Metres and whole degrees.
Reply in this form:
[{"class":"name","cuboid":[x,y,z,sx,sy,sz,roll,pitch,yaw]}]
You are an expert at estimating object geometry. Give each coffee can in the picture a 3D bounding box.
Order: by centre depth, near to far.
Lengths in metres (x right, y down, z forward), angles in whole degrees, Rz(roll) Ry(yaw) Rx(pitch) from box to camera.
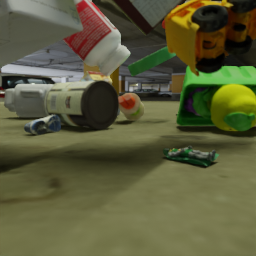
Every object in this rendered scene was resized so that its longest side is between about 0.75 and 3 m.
[{"class":"coffee can","cuboid":[-1.347,-0.681,8.012,1.784,1.306,1.306,6,9,41]}]

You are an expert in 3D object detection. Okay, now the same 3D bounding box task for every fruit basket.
[{"class":"fruit basket","cuboid":[2.665,-0.574,7.562,2.658,1.917,2.658,1,50,-1]}]

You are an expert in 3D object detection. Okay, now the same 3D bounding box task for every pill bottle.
[{"class":"pill bottle","cuboid":[-1.331,-3.258,9.789,1.623,2.892,1.623,-43,6,6]}]

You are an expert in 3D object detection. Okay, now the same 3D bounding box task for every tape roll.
[{"class":"tape roll","cuboid":[0.867,-2.508,10.455,1.796,0.432,1.796,-26,12,6]}]

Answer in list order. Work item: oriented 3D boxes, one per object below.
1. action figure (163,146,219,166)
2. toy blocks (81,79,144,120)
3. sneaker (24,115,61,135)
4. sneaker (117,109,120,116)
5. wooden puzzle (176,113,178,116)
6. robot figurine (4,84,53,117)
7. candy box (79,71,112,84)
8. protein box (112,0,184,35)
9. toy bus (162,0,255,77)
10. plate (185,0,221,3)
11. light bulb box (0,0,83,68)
[{"class":"action figure","cuboid":[0.819,0.368,3.929,0.768,0.210,0.453,1,9,39]},{"class":"toy blocks","cuboid":[-0.532,-1.013,9.458,1.833,0.798,2.199,14,-9,19]},{"class":"sneaker","cuboid":[-2.102,-0.085,6.917,0.471,0.426,1.107,-2,5,23]},{"class":"sneaker","cuboid":[-1.636,-0.940,12.098,1.634,1.143,2.829,-17,18,-28]},{"class":"wooden puzzle","cuboid":[3.192,-0.568,12.064,2.496,0.175,1.480,-2,7,-13]},{"class":"robot figurine","cuboid":[-3.788,-1.130,11.653,2.430,1.372,2.060,-1,-11,-4]},{"class":"candy box","cuboid":[-2.057,-1.719,13.947,2.444,0.676,1.411,-43,-21,32]},{"class":"protein box","cuboid":[-0.011,-2.881,4.775,1.200,1.766,1.779,-39,-15,17]},{"class":"toy bus","cuboid":[1.660,-2.261,6.085,1.880,1.276,1.805,-32,49,-12]},{"class":"plate","cuboid":[2.343,-3.819,9.505,1.273,1.276,0.206,17,-23,29]},{"class":"light bulb box","cuboid":[-2.781,-2.587,4.536,2.948,2.974,1.856,-16,4,21]}]
